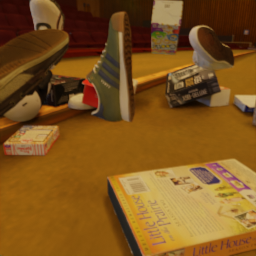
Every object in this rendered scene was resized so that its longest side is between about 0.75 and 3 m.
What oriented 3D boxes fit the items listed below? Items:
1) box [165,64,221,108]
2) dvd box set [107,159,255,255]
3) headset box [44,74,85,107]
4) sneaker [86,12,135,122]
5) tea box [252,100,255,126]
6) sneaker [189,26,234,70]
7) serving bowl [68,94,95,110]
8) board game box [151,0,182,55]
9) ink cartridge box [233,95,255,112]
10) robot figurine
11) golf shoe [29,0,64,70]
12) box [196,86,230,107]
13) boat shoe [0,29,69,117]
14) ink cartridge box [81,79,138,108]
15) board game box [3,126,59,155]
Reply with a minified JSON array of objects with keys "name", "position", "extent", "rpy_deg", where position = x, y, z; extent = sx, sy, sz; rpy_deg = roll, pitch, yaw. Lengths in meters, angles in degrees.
[{"name":"box","position":[2.733,-1.993,12.160],"extent":[2.115,0.667,2.682],"rpy_deg":[-17,26,19]},{"name":"dvd box set","position":[1.258,1.323,4.905],"extent":[2.897,0.426,2.120],"rpy_deg":[-6,20,-17]},{"name":"headset box","position":[-3.520,-1.793,12.803],"extent":[2.607,0.978,1.938],"rpy_deg":[13,24,33]},{"name":"sneaker","position":[-0.363,-0.990,4.837],"extent":[0.828,1.845,0.619],"rpy_deg":[-1,12,14]},{"name":"tea box","position":[5.310,-0.533,9.035],"extent":[1.700,1.136,1.673],"rpy_deg":[-10,22,-26]},{"name":"sneaker","position":[2.557,-2.484,9.486],"extent":[1.212,1.042,2.863],"rpy_deg":[-6,-11,38]},{"name":"serving bowl","position":[-1.873,-1.166,11.861],"extent":[1.365,0.449,1.365],"rpy_deg":[-1,20,0]},{"name":"board game box","position":[1.445,-3.788,10.779],"extent":[1.041,1.023,1.986],"rpy_deg":[6,-15,7]},{"name":"ink cartridge box","position":[5.432,-0.894,11.166],"extent":[1.911,0.389,1.914],"rpy_deg":[1,20,4]},{"name":"robot figurine","position":[-3.772,-1.378,10.168],"extent":[1.613,1.942,2.585],"rpy_deg":[19,36,-13]},{"name":"golf shoe","position":[-2.691,-3.196,9.523],"extent":[1.020,2.642,1.164],"rpy_deg":[4,57,5]},{"name":"box","position":[3.631,-1.476,12.317],"extent":[0.913,0.715,1.467],"rpy_deg":[-6,20,-16]},{"name":"boat shoe","position":[-2.374,-1.096,5.909],"extent":[1.082,0.958,2.956],"rpy_deg":[28,57,28]},{"name":"ink cartridge box","position":[-0.708,-1.397,11.099],"extent":[1.743,1.009,2.999],"rpy_deg":[17,21,3]},{"name":"board game box","position":[-2.651,0.318,7.853],"extent":[1.084,0.331,1.431],"rpy_deg":[1,20,2]}]
